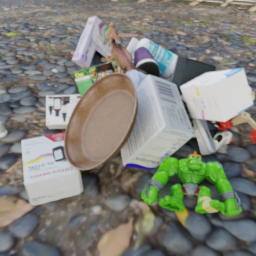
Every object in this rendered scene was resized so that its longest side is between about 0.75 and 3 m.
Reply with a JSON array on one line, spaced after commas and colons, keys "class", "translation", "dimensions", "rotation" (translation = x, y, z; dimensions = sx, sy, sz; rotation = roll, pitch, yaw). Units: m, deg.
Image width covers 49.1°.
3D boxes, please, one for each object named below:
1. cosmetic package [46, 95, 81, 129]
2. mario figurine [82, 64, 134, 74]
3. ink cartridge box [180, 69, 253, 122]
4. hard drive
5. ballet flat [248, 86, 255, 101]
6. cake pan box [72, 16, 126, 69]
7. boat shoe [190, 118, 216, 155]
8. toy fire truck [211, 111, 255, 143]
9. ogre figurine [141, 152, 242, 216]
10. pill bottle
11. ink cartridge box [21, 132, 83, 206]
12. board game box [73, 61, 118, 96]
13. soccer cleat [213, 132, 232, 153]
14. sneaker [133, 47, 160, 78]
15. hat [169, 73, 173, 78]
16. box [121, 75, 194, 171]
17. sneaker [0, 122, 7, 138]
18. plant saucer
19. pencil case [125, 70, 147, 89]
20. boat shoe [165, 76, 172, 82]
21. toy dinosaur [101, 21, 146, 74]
[{"class": "cosmetic package", "translation": [-1.659, -0.649, 10.956], "dimensions": [2.945, 0.746, 1.216], "rotation": [-3, 79, -6]}, {"class": "mario figurine", "translation": [-0.609, -2.380, 11.996], "dimensions": [2.613, 1.613, 1.385], "rotation": [-11, 37, -17]}, {"class": "ink cartridge box", "translation": [2.580, -0.997, 8.565], "dimensions": [1.178, 1.148, 1.833], "rotation": [-28, 15, -16]}, {"class": "hard drive", "translation": [2.088, -1.018, 9.843], "dimensions": [1.857, 2.661, 0.438], "rotation": [2, 18, -41]}, {"class": "ballet flat", "translation": [5.662, -1.849, 13.528], "dimensions": [0.634, 0.536, 1.677], "rotation": [-5, 34, -5]}, {"class": "cake pan box", "translation": [-1.037, -2.802, 10.371], "dimensions": [0.494, 1.738, 1.887], "rotation": [6, 72, 45]}, {"class": "boat shoe", "translation": [2.399, 0.148, 9.715], "dimensions": [0.721, 1.692, 0.625], "rotation": [-25, -7, 34]}, {"class": "toy fire truck", "translation": [3.829, -0.325, 10.076], "dimensions": [1.634, 2.317, 0.565], "rotation": [10, 65, 46]}, {"class": "ogre figurine", "translation": [1.752, 1.572, 7.924], "dimensions": [2.580, 1.266, 1.547], "rotation": [-6, 50, 18]}, {"class": "pill bottle", "translation": [0.938, -2.893, 11.498], "dimensions": [2.038, 1.129, 1.129], "rotation": [26, 33, -11]}, {"class": "ink cartridge box", "translation": [-2.399, 1.169, 8.710], "dimensions": [1.553, 0.882, 2.131], "rotation": [-12, 36, -17]}, {"class": "board game box", "translation": [-1.074, -1.610, 9.668], "dimensions": [1.993, 1.044, 0.234], "rotation": [-2, 23, 41]}, {"class": "soccer cleat", "translation": [3.403, 0.384, 10.161], "dimensions": [1.327, 0.565, 0.455], "rotation": [-29, 46, -35]}, {"class": "sneaker", "translation": [0.771, -1.839, 11.036], "dimensions": [1.117, 2.950, 1.292], "rotation": [-11, 52, -3]}, {"class": "hat", "translation": [2.475, -2.377, 13.573], "dimensions": [2.423, 0.977, 2.423], "rotation": [17, -6, 2]}, {"class": "box", "translation": [0.691, -0.093, 8.765], "dimensions": [1.151, 2.193, 2.017], "rotation": [13, 48, -31]}, {"class": "sneaker", "translation": [-5.358, 0.118, 10.480], "dimensions": [1.444, 0.664, 0.547], "rotation": [-19, 37, -25]}, {"class": "plant saucer", "translation": [-0.721, -0.155, 7.936], "dimensions": [0.538, 2.942, 2.942], "rotation": [31, 13, -40]}, {"class": "pencil case", "translation": [0.825, -1.203, 9.877], "dimensions": [2.352, 1.067, 0.978], "rotation": [14, -8, -35]}, {"class": "boat shoe", "translation": [2.094, -1.727, 12.121], "dimensions": [0.868, 1.028, 2.883], "rotation": [20, 6, -5]}, {"class": "toy dinosaur", "translation": [-0.215, -2.467, 9.422], "dimensions": [0.832, 1.314, 1.939], "rotation": [-42, 82, -18]}]
